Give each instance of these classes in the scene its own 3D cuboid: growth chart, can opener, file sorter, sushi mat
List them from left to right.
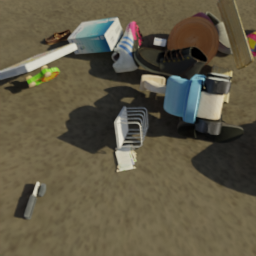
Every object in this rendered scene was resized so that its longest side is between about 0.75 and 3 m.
[{"bbox_3d":[-2.383,1.865,7.228,0.326,0.260,0.975,6,54,2],"label":"can opener"},{"bbox_3d":[-0.064,0.859,8.130,0.633,0.078,0.875,-5,52,-5],"label":"growth chart"},{"bbox_3d":[0.121,-0.033,8.023,0.726,0.809,1.165,0,25,13],"label":"file sorter"},{"bbox_3d":[3.213,-1.550,9.822,0.747,0.094,1.561,17,60,5],"label":"sushi mat"},{"bbox_3d":[3.650,-3.334,9.643,0.157,1.245,2.602,-16,87,-2],"label":"sushi mat"}]

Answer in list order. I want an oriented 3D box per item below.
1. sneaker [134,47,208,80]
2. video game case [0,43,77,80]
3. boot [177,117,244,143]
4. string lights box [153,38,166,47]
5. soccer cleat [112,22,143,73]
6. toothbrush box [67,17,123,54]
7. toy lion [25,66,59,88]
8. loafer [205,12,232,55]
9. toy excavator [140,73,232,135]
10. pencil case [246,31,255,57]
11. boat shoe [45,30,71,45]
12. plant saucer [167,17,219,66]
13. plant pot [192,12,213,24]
[{"bbox_3d":[1.416,-2.384,9.318,2.297,1.220,0.859,17,61,-9],"label":"sneaker"},{"bbox_3d":[-3.174,-2.218,9.444,2.085,0.262,2.291,-3,27,36],"label":"video game case"},{"bbox_3d":[2.452,-0.527,8.826,2.154,0.746,1.875,9,48,2],"label":"boot"},{"bbox_3d":[1.239,-3.342,10.942,0.452,0.259,0.879,10,16,4],"label":"string lights box"},{"bbox_3d":[-0.081,-3.135,10.698,1.174,0.950,2.719,-14,45,18],"label":"soccer cleat"},{"bbox_3d":[-1.255,-3.549,10.842,1.736,0.740,1.271,4,49,27],"label":"toothbrush box"},{"bbox_3d":[-2.906,-1.769,9.708,1.036,0.993,0.356,-30,90,8],"label":"toy lion"},{"bbox_3d":[3.664,-3.836,11.328,0.814,0.813,2.328,-19,55,-16],"label":"loafer"},{"bbox_3d":[1.411,-1.028,8.011,2.715,1.356,2.640,13,20,15],"label":"toy excavator"},{"bbox_3d":[5.555,-3.671,11.210,2.081,0.920,0.920,-33,59,-21],"label":"pencil case"},{"bbox_3d":[-2.900,-3.778,11.565,1.120,0.394,0.394,-23,57,-16],"label":"boat shoe"},{"bbox_3d":[2.365,-3.121,10.291,1.863,1.863,0.301,20,14,15],"label":"plant saucer"},{"bbox_3d":[2.516,-3.546,10.882,1.238,1.383,1.383,-31,56,-3],"label":"plant pot"}]
